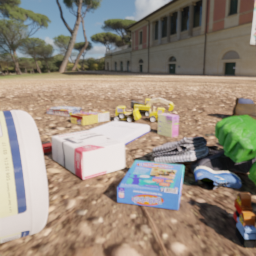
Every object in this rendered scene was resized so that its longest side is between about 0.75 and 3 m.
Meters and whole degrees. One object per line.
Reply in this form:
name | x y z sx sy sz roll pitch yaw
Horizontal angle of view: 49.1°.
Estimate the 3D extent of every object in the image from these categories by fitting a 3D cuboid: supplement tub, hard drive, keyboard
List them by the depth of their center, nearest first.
supplement tub | -2.944 0.895 4.315 2.986 2.165 2.165 -7 15 -27
keyboard | 2.211 0.696 8.980 1.097 0.178 1.726 -20 20 -39
hard drive | -0.546 0.229 10.901 1.816 0.349 2.753 7 15 27

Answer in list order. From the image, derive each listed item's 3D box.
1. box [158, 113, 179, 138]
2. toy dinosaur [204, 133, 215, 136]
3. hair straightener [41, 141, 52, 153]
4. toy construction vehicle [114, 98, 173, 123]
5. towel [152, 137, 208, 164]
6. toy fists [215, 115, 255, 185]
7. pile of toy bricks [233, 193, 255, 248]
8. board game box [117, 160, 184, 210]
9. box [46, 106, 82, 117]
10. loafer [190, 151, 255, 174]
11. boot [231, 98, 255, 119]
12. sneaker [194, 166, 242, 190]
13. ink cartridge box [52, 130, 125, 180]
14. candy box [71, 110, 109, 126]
box | 1.608 -0.114 11.290 0.409 0.846 0.744 -13 18 -42
toy dinosaur | 3.686 0.558 8.750 2.393 0.568 1.055 24 9 40
hair straightener | -3.209 0.745 9.056 0.651 0.346 1.691 11 22 41
toy construction vehicle | 0.882 -0.962 14.446 2.819 0.993 2.455 3 14 12
towel | 1.472 0.615 7.901 1.177 0.609 1.422 -13 -5 35
toy fists | 3.027 0.638 6.532 1.221 0.823 2.395 -10 51 -42
pile of toy bricks | 2.574 1.382 4.246 1.419 1.263 2.558 0 14 -1
board game box | 0.598 1.268 6.560 1.310 0.388 1.722 4 14 14
box | -3.610 -0.961 15.850 1.652 0.329 1.131 8 16 29
loafer | 2.675 0.866 7.520 2.155 0.775 0.679 -10 7 -18
boot | 6.365 -0.998 14.276 2.363 1.145 0.883 -5 15 -21
sneaker | 2.109 1.289 6.619 1.115 0.438 0.497 10 41 7
ink cartridge box | -1.184 0.688 8.089 1.389 0.809 1.908 -10 15 -37
candy box | -1.850 -0.516 13.755 0.976 0.473 1.674 11 16 42
